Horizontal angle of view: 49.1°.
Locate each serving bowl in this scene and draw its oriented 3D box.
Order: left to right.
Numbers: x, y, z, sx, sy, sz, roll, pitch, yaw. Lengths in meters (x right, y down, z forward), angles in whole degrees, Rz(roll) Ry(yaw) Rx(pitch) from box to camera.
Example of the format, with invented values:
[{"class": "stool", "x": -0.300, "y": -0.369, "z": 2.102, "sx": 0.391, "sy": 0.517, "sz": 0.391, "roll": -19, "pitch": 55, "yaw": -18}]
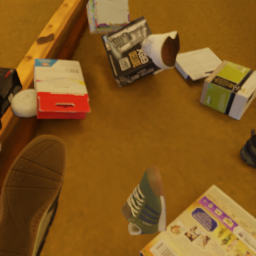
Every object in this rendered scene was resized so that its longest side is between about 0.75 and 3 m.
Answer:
[{"class": "serving bowl", "x": -3.818, "y": -1.035, "z": 10.700, "sx": 1.365, "sy": 0.449, "sz": 1.365, "roll": -1, "pitch": 48, "yaw": 1}]

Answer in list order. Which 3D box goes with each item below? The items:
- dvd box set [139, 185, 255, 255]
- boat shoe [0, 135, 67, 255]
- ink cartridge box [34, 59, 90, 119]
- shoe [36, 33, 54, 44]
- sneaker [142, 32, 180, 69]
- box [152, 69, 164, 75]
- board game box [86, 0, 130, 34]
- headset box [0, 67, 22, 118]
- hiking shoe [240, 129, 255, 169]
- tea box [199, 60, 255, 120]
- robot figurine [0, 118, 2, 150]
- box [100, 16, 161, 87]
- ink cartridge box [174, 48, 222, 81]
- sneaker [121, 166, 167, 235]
[{"class": "dvd box set", "x": 2.039, "y": 3.007, "z": 6.993, "sx": 2.897, "sy": 0.426, "sz": 2.120, "roll": -33, "pitch": 55, "yaw": -27}, {"class": "boat shoe", "x": -1.994, "y": 1.594, "z": 5.655, "sx": 1.082, "sy": 0.958, "sz": 2.956, "roll": 18, "pitch": 74, "yaw": -2}, {"class": "ink cartridge box", "x": -2.494, "y": -1.272, "z": 10.274, "sx": 1.743, "sy": 1.009, "sz": 2.999, "roll": 0, "pitch": 45, "yaw": -21}, {"class": "shoe", "x": -4.115, "y": -4.413, "z": 13.970, "sx": 0.989, "sy": 0.264, "sz": 0.346, "roll": -30, "pitch": 88, "yaw": -20}, {"class": "sneaker", "x": 0.959, "y": -2.530, "z": 9.304, "sx": 1.212, "sy": 1.042, "sz": 2.863, "roll": -3, "pitch": 22, "yaw": 19}, {"class": "box", "x": 0.997, "y": -3.130, "z": 12.439, "sx": 0.913, "sy": 0.715, "sz": 1.467, "roll": -33, "pitch": 55, "yaw": -26}, {"class": "board game box", "x": -0.729, "y": -3.849, "z": 9.440, "sx": 1.041, "sy": 1.023, "sz": 1.986, "roll": -9, "pitch": 13, "yaw": -13}, {"class": "headset box", "x": -5.769, "y": -1.468, "z": 10.725, "sx": 2.607, "sy": 0.978, "sz": 1.938, "roll": 8, "pitch": 48, "yaw": 8}, {"class": "hiking shoe", "x": 4.737, "y": 0.907, "z": 8.344, "sx": 2.527, "sy": 1.272, "sz": 0.957, "roll": 20, "pitch": 50, "yaw": 17}, {"class": "tea box", "x": 3.914, "y": -1.483, "z": 10.633, "sx": 1.673, "sy": 1.136, "sz": 1.700, "roll": 31, "pitch": 54, "yaw": 25}, {"class": "robot figurine", "x": -4.937, "y": 0.036, "z": 8.670, "sx": 1.613, "sy": 1.942, "sz": 2.585, "roll": -7, "pitch": 63, "yaw": -36}, {"class": "box", "x": 0.165, "y": -3.245, "z": 11.811, "sx": 2.115, "sy": 0.667, "sz": 2.682, "roll": -22, "pitch": 59, "yaw": 9}, {"class": "ink cartridge box", "x": 3.161, "y": -2.696, "z": 12.260, "sx": 1.911, "sy": 0.389, "sz": 1.914, "roll": -15, "pitch": 49, "yaw": -13}, {"class": "sneaker", "x": 0.269, "y": 1.521, "z": 5.369, "sx": 0.828, "sy": 1.845, "sz": 0.619, "roll": -12, "pitch": 41, "yaw": -3}]
